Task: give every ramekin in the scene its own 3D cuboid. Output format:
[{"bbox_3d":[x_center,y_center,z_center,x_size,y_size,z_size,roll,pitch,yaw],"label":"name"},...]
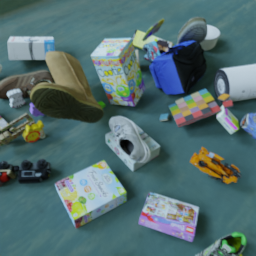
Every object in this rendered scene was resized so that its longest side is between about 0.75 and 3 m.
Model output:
[{"bbox_3d":[3.367,-4.041,12.590,1.386,0.646,1.386,0,46,0],"label":"ramekin"}]

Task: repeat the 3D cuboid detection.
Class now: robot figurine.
[{"bbox_3d":[2.290,1.014,7.242,1.253,0.908,0.365,30,61,0],"label":"robot figurine"}]

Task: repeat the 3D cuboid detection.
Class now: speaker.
[{"bbox_3d":[4.653,-1.653,9.821,2.970,1.206,1.206,-9,46,-6],"label":"speaker"}]

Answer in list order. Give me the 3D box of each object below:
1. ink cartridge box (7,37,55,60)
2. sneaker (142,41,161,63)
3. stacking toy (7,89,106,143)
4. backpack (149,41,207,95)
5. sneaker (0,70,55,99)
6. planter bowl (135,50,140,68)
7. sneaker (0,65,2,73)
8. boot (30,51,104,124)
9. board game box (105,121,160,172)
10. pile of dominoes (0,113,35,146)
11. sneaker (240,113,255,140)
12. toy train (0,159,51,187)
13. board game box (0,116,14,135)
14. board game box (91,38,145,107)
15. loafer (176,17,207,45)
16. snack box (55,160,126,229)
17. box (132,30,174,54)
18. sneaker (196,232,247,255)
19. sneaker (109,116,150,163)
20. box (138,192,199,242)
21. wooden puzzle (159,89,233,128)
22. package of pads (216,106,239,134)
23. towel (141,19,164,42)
[{"bbox_3d":[-3.897,-3.236,11.394,1.749,0.751,1.281,-4,28,-16],"label":"ink cartridge box"},{"bbox_3d":[0.975,-2.763,11.257,0.695,0.577,1.454,-15,70,-7],"label":"sneaker"},{"bbox_3d":[-2.475,-0.783,9.486,2.775,0.652,2.092,-23,51,-24],"label":"stacking toy"},{"bbox_3d":[1.840,-2.303,10.214,1.607,1.557,1.916,11,41,47],"label":"backpack"},{"bbox_3d":[-3.663,-1.448,9.961,2.117,0.746,0.800,-25,53,-16],"label":"sneaker"},{"bbox_3d":[0.166,-2.663,11.168,0.547,0.813,0.813,-5,45,6],"label":"planter bowl"},{"bbox_3d":[-5.892,-2.210,10.423,2.146,0.949,0.863,-16,51,6],"label":"sneaker"},{"bbox_3d":[-2.131,-1.461,8.667,0.927,2.454,2.803,-44,52,20],"label":"boot"},{"bbox_3d":[0.116,0.501,8.311,1.003,0.437,1.359,-28,53,-26],"label":"board game box"},{"bbox_3d":[-3.280,0.115,8.227,1.206,0.940,0.192,-34,74,-8],"label":"pile of dominoes"},{"bbox_3d":[4.427,-0.258,8.297,2.885,1.087,1.132,-8,33,-38],"label":"sneaker"},{"bbox_3d":[-3.580,1.280,7.536,2.952,0.504,0.676,-3,65,-3],"label":"toy train"},{"bbox_3d":[-4.888,0.277,8.556,2.218,0.384,1.503,-36,55,-29],"label":"board game box"},{"bbox_3d":[-0.270,-1.803,9.231,1.035,1.973,1.016,8,49,28],"label":"board game box"},{"bbox_3d":[2.341,-3.651,10.869,1.000,2.660,0.927,0,85,-3],"label":"loafer"},{"bbox_3d":[-0.950,1.642,7.155,1.442,0.488,1.216,-23,49,-23],"label":"snack box"},{"bbox_3d":[1.016,-3.557,11.925,1.764,0.664,0.442,25,10,17],"label":"box"},{"bbox_3d":[1.851,2.709,5.922,1.634,0.696,0.637,-27,50,-27],"label":"sneaker"},{"bbox_3d":[-0.067,0.232,7.662,0.694,0.633,1.694,11,30,-49],"label":"sneaker"},{"bbox_3d":[0.976,2.079,6.644,1.269,0.248,0.868,15,35,13],"label":"box"},{"bbox_3d":[2.103,-0.668,9.024,2.321,0.163,1.377,-22,32,8],"label":"wooden puzzle"},{"bbox_3d":[3.073,-0.258,8.631,0.722,0.319,0.934,46,27,-3],"label":"package of pads"},{"bbox_3d":[0.816,-3.151,9.035,0.098,0.620,0.863,45,56,1],"label":"towel"}]
